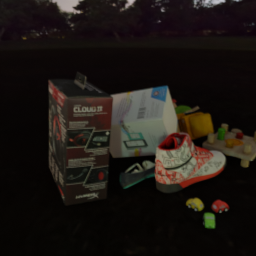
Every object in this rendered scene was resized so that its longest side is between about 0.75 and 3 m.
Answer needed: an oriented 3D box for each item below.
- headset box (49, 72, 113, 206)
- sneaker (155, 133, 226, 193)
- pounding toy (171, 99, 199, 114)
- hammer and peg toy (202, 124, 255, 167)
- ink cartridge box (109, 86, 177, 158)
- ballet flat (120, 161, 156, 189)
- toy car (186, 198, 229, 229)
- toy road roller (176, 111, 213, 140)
[{"bbox_3d":[-1.338,0.090,7.262,1.111,2.961,2.201,-4,20,-25],"label":"headset box"},{"bbox_3d":[1.799,0.722,7.695,2.542,1.362,0.849,-17,22,-30],"label":"sneaker"},{"bbox_3d":[1.922,-0.704,11.495,1.330,0.800,1.724,-38,-13,35],"label":"pounding toy"},{"bbox_3d":[3.751,0.438,9.480,1.677,0.804,2.280,16,26,36],"label":"hammer and peg toy"},{"bbox_3d":[0.339,-0.143,8.796,2.073,1.514,1.521,-6,44,21],"label":"ink cartridge box"},{"bbox_3d":[0.422,1.203,7.733,1.524,0.557,0.557,-14,25,-30],"label":"ballet flat"},{"bbox_3d":[1.845,1.919,6.408,0.996,0.222,0.938,3,21,9],"label":"toy car"},{"bbox_3d":[2.135,-0.020,9.793,1.739,1.069,1.270,-15,3,-30],"label":"toy road roller"}]
